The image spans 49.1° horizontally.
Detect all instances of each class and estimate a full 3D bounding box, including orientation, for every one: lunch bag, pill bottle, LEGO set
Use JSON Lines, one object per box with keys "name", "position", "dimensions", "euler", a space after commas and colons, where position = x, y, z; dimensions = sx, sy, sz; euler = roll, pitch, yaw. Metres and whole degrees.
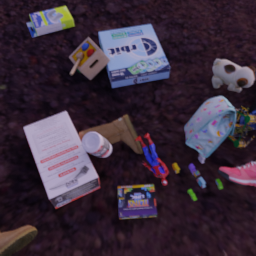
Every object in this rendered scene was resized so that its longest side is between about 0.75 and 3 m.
{"name": "lunch bag", "position": [2.457, -0.129, 8.224], "dimensions": [0.969, 1.589, 1.353], "euler": [36, 22, -7]}
{"name": "pill bottle", "position": [-0.841, 0.509, 7.843], "dimensions": [0.576, 1.012, 0.576], "euler": [-5, 72, 16]}
{"name": "LEGO set", "position": [3.621, -0.012, 8.652], "dimensions": [0.744, 1.284, 0.987], "euler": [2, 21, -21]}

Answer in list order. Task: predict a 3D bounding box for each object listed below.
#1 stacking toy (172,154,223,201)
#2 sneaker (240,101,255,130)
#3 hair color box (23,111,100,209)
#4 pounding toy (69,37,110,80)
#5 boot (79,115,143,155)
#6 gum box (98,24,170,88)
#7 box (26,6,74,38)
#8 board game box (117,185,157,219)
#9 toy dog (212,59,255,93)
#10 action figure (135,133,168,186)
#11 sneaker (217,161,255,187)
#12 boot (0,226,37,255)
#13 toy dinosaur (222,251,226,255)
{"name": "stacking toy", "position": [1.959, 1.386, 7.991], "dimensions": [0.958, 0.298, 1.270], "euler": [-19, 53, -11]}
{"name": "sneaker", "position": [4.507, -0.850, 8.710], "dimensions": [0.853, 2.431, 0.947], "euler": [28, 47, -19]}
{"name": "hair color box", "position": [-1.995, 0.872, 8.326], "dimensions": [1.422, 0.820, 2.564], "euler": [-23, 57, -14]}
{"name": "pounding toy", "position": [-1.566, -2.458, 10.225], "dimensions": [1.355, 0.963, 1.247], "euler": [-43, 51, 6]}
{"name": "boot", "position": [-0.503, 0.444, 8.712], "dimensions": [1.610, 1.410, 0.533], "euler": [-23, 13, 7]}
{"name": "gum box", "position": [0.168, -2.881, 10.985], "dimensions": [2.236, 0.586, 2.631], "euler": [-12, 57, -8]}
{"name": "box", "position": [-3.452, -4.674, 12.285], "dimensions": [1.887, 0.450, 1.150], "euler": [-20, 58, -14]}
{"name": "board game box", "position": [0.241, 2.058, 7.836], "dimensions": [1.047, 0.297, 0.865], "euler": [-4, 55, -2]}
{"name": "toy dog", "position": [3.677, -1.841, 9.574], "dimensions": [0.979, 1.361, 1.403], "euler": [-43, 41, -12]}
{"name": "action figure", "position": [0.732, 0.964, 8.078], "dimensions": [0.523, 1.598, 0.413], "euler": [-24, 10, 29]}
{"name": "sneaker", "position": [3.440, 1.204, 7.751], "dimensions": [1.855, 0.684, 0.805], "euler": [10, 91, 7]}
{"name": "boot", "position": [-3.539, 2.486, 7.361], "dimensions": [1.656, 0.625, 1.891], "euler": [-31, 61, -19]}
{"name": "toy dinosaur", "position": [2.095, 3.718, 6.489], "dimensions": [1.234, 0.782, 1.821], "euler": [-25, 71, -8]}
